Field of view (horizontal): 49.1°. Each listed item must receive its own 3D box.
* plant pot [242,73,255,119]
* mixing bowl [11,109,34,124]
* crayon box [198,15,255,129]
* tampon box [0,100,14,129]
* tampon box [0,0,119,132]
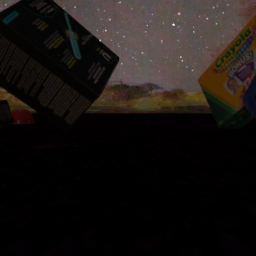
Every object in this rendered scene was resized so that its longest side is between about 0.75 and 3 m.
[{"bbox_3d":[3.252,-0.571,5.520,1.338,1.203,1.339,1,-37,-2],"label":"plant pot"},{"bbox_3d":[-4.314,-0.461,11.210,1.061,0.574,1.061,0,3,0],"label":"mixing bowl"},{"bbox_3d":[3.117,-1.442,6.902,0.831,1.694,2.853,4,-35,-27],"label":"crayon box"},{"bbox_3d":[-2.982,-0.233,6.005,0.688,0.580,0.918,-15,9,-3],"label":"tampon box"},{"bbox_3d":[-1.669,-1.447,6.202,1.468,2.325,1.743,-40,19,38],"label":"tampon box"}]
